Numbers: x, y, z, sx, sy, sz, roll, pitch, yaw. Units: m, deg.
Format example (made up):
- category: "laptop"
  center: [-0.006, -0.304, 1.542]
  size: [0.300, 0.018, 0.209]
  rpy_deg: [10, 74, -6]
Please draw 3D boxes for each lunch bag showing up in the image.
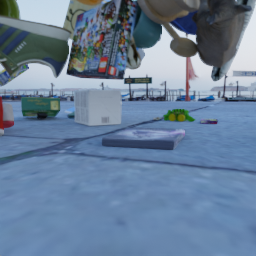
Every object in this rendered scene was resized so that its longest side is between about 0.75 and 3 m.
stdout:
- category: "lunch bag"
  center: [1.494, -3.530, 7.637]
  size: [2.072, 1.408, 1.371]
  rpy_deg: [33, 18, -19]

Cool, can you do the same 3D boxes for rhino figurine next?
- category: "rhino figurine"
  center: [1.561, -1.856, 4.812]
  size: [0.820, 1.199, 2.741]
  rpy_deg: [-9, -6, 13]

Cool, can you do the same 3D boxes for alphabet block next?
- category: "alphabet block"
  center: [-1.070, -3.616, 9.187]
  size: [1.506, 1.542, 1.514]
  rpy_deg: [29, 37, 2]

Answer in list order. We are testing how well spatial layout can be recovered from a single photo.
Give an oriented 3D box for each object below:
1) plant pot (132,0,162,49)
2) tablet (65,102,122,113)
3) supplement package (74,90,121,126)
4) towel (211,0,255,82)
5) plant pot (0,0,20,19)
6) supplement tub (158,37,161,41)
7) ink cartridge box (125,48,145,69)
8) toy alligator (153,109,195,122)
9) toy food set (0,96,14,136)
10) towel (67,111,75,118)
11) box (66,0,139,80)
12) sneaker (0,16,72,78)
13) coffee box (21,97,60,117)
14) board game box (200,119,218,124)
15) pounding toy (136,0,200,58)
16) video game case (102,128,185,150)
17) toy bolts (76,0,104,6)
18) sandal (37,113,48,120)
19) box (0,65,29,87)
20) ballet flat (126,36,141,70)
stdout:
- category: "plant pot"
  center: [0.377, -2.846, 8.043]
  size: [0.974, 1.214, 1.214]
  rpy_deg: [18, -5, -35]
- category: "tablet"
  center: [-1.588, -0.880, 12.373]
  size: [1.670, 0.175, 2.567]
  rpy_deg: [-26, 21, -30]
- category: "supplement package"
  center: [-0.973, -0.647, 8.663]
  size: [1.031, 1.023, 1.358]
  rpy_deg: [-3, 7, -28]
- category: "towel"
  center: [3.240, -3.023, 7.795]
  size: [0.506, 2.928, 2.819]
  rpy_deg: [23, 37, 18]
- category: "plant pot"
  center: [-4.111, -3.249, 7.319]
  size: [1.967, 1.967, 1.809]
  rpy_deg: [-5, 41, -40]
- category: "supplement tub"
  center: [0.528, -3.992, 11.411]
  size: [1.529, 1.108, 1.108]
  rpy_deg: [-2, 6, -1]
- category: "ink cartridge box"
  center: [-0.002, -2.396, 9.618]
  size: [0.957, 0.694, 0.401]
  rpy_deg: [5, -36, 42]
- category: "toy alligator"
  center: [1.567, -0.463, 9.725]
  size: [1.575, 0.427, 0.467]
  rpy_deg: [4, 8, 34]
- category: "toy food set"
  center: [-3.200, -0.129, 6.073]
  size: [1.050, 0.990, 2.200]
  rpy_deg: [-13, -12, 1]
- category: "towel"
  center: [-1.580, -0.683, 11.157]
  size: [1.084, 0.160, 1.479]
  rpy_deg: [2, 23, 21]
- category: "box"
  center: [-0.667, -1.841, 6.110]
  size: [0.410, 1.486, 2.175]
  rpy_deg: [10, 4, -33]
- category: "sneaker"
  center: [-2.745, -1.808, 6.297]
  size: [2.811, 1.262, 0.943]
  rpy_deg: [5, 12, -17]
- category: "coffee box"
  center: [-3.292, -0.750, 10.503]
  size: [1.326, 0.474, 2.156]
  rpy_deg: [-1, -3, -18]
- category: "board game box"
  center: [2.603, -0.218, 8.980]
  size: [0.513, 0.138, 0.855]
  rpy_deg: [6, 8, 17]
- category: "pounding toy"
  center: [0.652, -2.856, 5.577]
  size: [1.629, 2.848, 1.634]
  rpy_deg: [-8, 2, -45]
- category: "video game case"
  center: [0.393, 0.167, 5.396]
  size: [1.235, 0.164, 1.728]
  rpy_deg: [2, 6, 17]
- category: "toy bolts"
  center: [-0.758, -2.659, 3.824]
  size: [2.763, 2.639, 1.916]
  rpy_deg: [16, 53, 26]
- category: "sandal"
  center: [-3.180, -0.395, 10.362]
  size: [0.374, 0.211, 0.984]
  rpy_deg: [5, -5, -18]
- category: "box"
  center: [-4.017, -1.887, 9.582]
  size: [0.429, 0.393, 1.223]
  rpy_deg: [-1, 36, 39]
- category: "ballet flat"
  center: [0.034, -1.991, 7.713]
  size: [0.568, 0.526, 1.611]
  rpy_deg: [-21, -30, 9]
